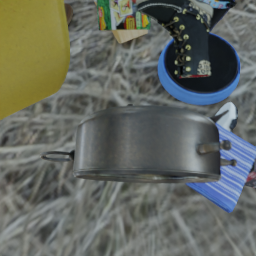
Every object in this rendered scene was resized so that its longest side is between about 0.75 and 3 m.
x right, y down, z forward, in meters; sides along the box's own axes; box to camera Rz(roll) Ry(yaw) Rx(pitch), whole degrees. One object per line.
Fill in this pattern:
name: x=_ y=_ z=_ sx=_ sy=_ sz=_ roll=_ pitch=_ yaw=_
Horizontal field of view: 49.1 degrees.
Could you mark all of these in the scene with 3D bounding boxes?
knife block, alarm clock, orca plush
knife block: x=-0.431 y=-4.210 z=7.860 sx=0.904 sy=2.479 sz=2.824 roll=-24 pitch=69 yaw=-9
alarm clock: x=-0.021 y=0.306 z=3.841 sx=2.781 sy=1.876 sz=0.926 roll=-7 pitch=74 yaw=21
orca plush: x=2.398 y=0.258 z=6.963 sx=0.645 sy=0.954 sz=1.814 roll=38 pitch=54 yaw=-21

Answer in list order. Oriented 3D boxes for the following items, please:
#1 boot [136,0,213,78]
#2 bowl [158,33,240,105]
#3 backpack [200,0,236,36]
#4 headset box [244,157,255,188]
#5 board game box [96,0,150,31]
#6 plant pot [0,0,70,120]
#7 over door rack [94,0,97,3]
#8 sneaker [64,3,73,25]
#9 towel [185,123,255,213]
boot: x=0.810 y=-1.405 z=4.394 sx=1.570 sy=0.567 sz=1.186 roll=-6 pitch=96 yaw=-40
bowl: x=2.019 y=-1.766 z=7.925 sx=2.324 sy=0.456 sz=2.324 roll=0 pitch=67 yaw=0
backpack: x=1.568 y=-2.778 z=6.265 sx=1.189 sy=1.085 sz=0.800 roll=14 pitch=44 yaw=-31
headset box: x=3.267 y=1.025 z=6.349 sx=1.570 sy=1.167 sz=0.589 roll=15 pitch=67 yaw=7
board game box: x=-0.191 y=-3.285 z=5.296 sx=0.322 sy=2.741 sz=1.436 roll=-18 pitch=24 yaw=-32
plant pot: x=-2.305 y=-1.507 z=4.660 sx=2.337 sy=2.390 sz=2.321 roll=-30 pitch=58 yaw=-14
over door rack: x=-0.588 y=-4.010 z=6.147 sx=2.676 sy=1.977 sz=0.891 roll=40 pitch=41 yaw=-17
sneaker: x=-2.294 y=-3.271 z=8.452 sx=0.611 sy=0.656 sz=1.736 roll=29 pitch=70 yaw=12
towel: x=1.641 y=0.594 z=5.109 sx=1.177 sy=0.194 sz=1.626 roll=33 pitch=55 yaw=12
